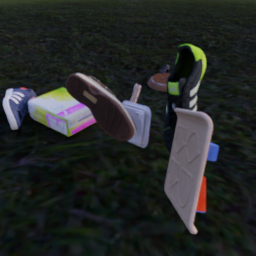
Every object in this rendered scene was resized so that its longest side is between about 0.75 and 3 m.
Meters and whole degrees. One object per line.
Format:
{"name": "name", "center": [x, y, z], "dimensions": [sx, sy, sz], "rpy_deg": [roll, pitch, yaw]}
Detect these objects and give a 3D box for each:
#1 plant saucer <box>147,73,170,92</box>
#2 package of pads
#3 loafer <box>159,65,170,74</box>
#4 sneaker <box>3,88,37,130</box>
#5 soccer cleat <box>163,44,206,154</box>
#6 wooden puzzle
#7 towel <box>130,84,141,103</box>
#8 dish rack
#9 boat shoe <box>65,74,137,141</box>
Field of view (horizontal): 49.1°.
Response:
{"name": "plant saucer", "center": [1.728, -2.128, 12.756], "dimensions": [1.682, 0.290, 1.682], "rpy_deg": [1, 32, 0]}
{"name": "package of pads", "center": [-2.248, -0.609, 9.912], "dimensions": [2.225, 0.759, 1.719], "rpy_deg": [23, 37, 33]}
{"name": "loafer", "center": [1.857, -2.814, 13.815], "dimensions": [0.342, 0.331, 0.974], "rpy_deg": [23, 42, 21]}
{"name": "sneaker", "center": [-3.793, -0.826, 10.069], "dimensions": [1.074, 0.953, 2.542], "rpy_deg": [-12, 35, -14]}
{"name": "soccer cleat", "center": [1.302, -0.686, 7.153], "dimensions": [0.964, 2.855, 1.157], "rpy_deg": [12, 3, 35]}
{"name": "wooden puzzle", "center": [1.292, 0.741, 5.839], "dimensions": [0.509, 2.201, 2.038], "rpy_deg": [5, 6, -5]}
{"name": "towel", "center": [0.203, -1.024, 9.425], "dimensions": [0.211, 0.813, 1.226], "rpy_deg": [19, 1, 0]}
{"name": "dish rack", "center": [0.068, -0.121, 8.215], "dimensions": [0.306, 1.208, 1.407], "rpy_deg": [-3, 16, -37]}
{"name": "boat shoe", "center": [-0.594, -0.673, 7.803], "dimensions": [2.493, 0.921, 0.922], "rpy_deg": [46, 29, 14]}
